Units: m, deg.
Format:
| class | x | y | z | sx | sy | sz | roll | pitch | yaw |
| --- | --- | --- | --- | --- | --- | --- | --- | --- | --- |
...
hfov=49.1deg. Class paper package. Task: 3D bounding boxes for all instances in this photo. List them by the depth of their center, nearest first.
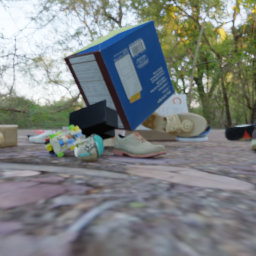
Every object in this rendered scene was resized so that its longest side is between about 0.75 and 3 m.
| class | x | y | z | sx | sy | sz | roll | pitch | yaw |
| --- | --- | --- | --- | --- | --- | --- | --- | --- | --- |
| paper package | -4.549 | 0.272 | 9.139 | 1.319 | 0.716 | 1.384 | 0 | 1 | 25 |

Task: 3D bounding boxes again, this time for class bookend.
| class | x | y | z | sx | sy | sz | roll | pitch | yaw |
| --- | --- | --- | --- | --- | --- | --- | --- | --- | --- |
| bookend | -0.673 | -0.130 | 7.395 | 1.269 | 0.584 | 1.261 | -17 | -23 | 34 |

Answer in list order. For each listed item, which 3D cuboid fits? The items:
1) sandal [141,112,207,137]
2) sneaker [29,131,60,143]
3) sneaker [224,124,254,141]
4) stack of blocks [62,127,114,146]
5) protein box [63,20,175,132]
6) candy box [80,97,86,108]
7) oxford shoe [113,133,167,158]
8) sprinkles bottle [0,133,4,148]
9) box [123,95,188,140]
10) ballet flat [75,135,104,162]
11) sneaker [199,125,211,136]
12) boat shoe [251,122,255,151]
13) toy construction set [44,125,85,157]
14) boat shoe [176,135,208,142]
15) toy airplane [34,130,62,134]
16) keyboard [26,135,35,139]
| class | x | y | z | sx | sy | sz | roll | pitch | yaw |
| --- | --- | --- | --- | --- | --- | --- | --- | --- | --- |
| sandal | 1.336 | -0.041 | 9.380 | 2.387 | 0.875 | 0.785 | 9 | 25 | 31 |
| sneaker | -3.307 | 0.362 | 11.253 | 1.275 | 0.517 | 0.479 | -2 | 3 | -24 |
| sneaker | 5.633 | 0.191 | 12.672 | 2.275 | 0.801 | 1.064 | -3 | 4 | 40 |
| stack of blocks | -1.190 | 0.300 | 8.829 | 1.022 | 0.520 | 1.775 | 3 | -3 | 17 |
| protein box | -0.149 | -1.697 | 9.283 | 1.780 | 2.638 | 2.619 | 5 | 37 | 43 |
| candy box | -1.063 | -1.255 | 14.284 | 2.504 | 1.280 | 0.331 | -17 | 5 | -16 |
| oxford shoe | 0.206 | 0.377 | 6.286 | 1.465 | 0.548 | 0.516 | 0 | 1 | 40 |
| sprinkles bottle | -3.939 | 0.362 | 7.438 | 0.570 | 0.570 | 1.670 | 0 | 0 | 1 |
| box | 1.212 | -0.481 | 13.112 | 2.896 | 1.801 | 1.411 | 0 | -21 | -5 |
| ballet flat | -0.851 | 0.434 | 5.982 | 0.568 | 0.512 | 1.509 | -10 | 4 | -1 |
| sneaker | 3.606 | -0.005 | 16.629 | 2.744 | 1.137 | 0.973 | 0 | 2 | -5 |
| boat shoe | 4.287 | 0.160 | 8.082 | 1.029 | 0.946 | 2.879 | 0 | 1 | 40 |
| toy construction set | -1.434 | 0.308 | 6.687 | 0.973 | 0.683 | 1.483 | -24 | -8 | 0 |
| boat shoe | 2.843 | 0.371 | 12.345 | 1.616 | 0.458 | 0.555 | 0 | 1 | -26 |
| toy airplane | -2.629 | 0.371 | 12.077 | 2.524 | 0.464 | 2.524 | 3 | -1 | 0 |
| keyboard | -4.985 | 0.535 | 14.539 | 0.561 | 0.214 | 1.078 | 23 | -5 | -10 |
